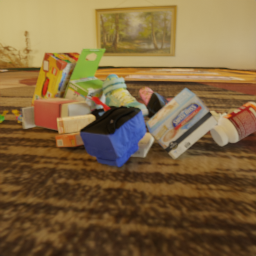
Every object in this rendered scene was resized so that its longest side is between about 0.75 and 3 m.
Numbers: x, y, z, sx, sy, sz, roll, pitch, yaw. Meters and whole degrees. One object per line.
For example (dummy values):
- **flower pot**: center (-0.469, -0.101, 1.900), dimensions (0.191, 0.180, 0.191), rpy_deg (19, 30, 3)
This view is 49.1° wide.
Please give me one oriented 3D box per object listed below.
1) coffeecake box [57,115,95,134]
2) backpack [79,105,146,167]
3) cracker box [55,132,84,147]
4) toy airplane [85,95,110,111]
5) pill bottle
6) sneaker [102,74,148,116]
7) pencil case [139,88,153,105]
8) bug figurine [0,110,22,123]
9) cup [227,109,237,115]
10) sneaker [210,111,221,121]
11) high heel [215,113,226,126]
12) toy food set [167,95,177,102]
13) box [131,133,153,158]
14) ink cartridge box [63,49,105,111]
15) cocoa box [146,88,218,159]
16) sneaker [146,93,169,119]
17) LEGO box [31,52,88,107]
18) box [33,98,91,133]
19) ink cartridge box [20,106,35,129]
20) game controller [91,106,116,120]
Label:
- **coffeecake box**: center (-1.663, -0.134, 8.934), dimensions (1.144, 0.418, 0.878), rpy_deg (-7, 9, -14)
- **backpack**: center (-0.302, 0.170, 7.487), dimensions (1.272, 1.314, 1.566), rpy_deg (10, 38, 36)
- **cracker box**: center (-1.465, 0.314, 8.718), dimensions (0.867, 0.373, 1.294), rpy_deg (-5, 4, 37)
- **toy airplane**: center (-1.018, -0.881, 10.212), dimensions (1.279, 0.235, 1.279), rpy_deg (38, 7, -5)
- **pill bottle**: center (3.428, -0.089, 8.819), dimensions (1.549, 0.875, 0.875), rpy_deg (-29, 20, -6)
- **sneaker**: center (-0.286, -1.300, 11.524), dimensions (1.157, 1.899, 2.909), rpy_deg (-15, 12, -29)
- **pencil case**: center (1.108, -1.469, 14.421), dimensions (0.805, 0.771, 1.861), rpy_deg (-25, 29, -1)
- **bug figurine**: center (-4.985, -0.406, 11.553), dimensions (2.070, 0.533, 1.605), rpy_deg (-6, 10, -5)
- **cup**: center (4.034, -0.293, 10.246), dimensions (1.120, 0.801, 1.120), rpy_deg (3, 3, 0)
- **sneaker**: center (3.221, -0.530, 11.005), dimensions (0.918, 0.368, 0.323), rpy_deg (21, 25, 25)
- **high heel**: center (3.428, -0.434, 11.619), dimensions (1.009, 0.506, 1.416), rpy_deg (19, 32, 36)
- **toy food set**: center (2.429, -1.180, 14.693), dimensions (1.490, 0.369, 2.344), rpy_deg (14, 29, 34)
- **box**: center (0.109, 0.478, 8.810), dimensions (1.155, 0.291, 1.600), rpy_deg (4, 15, 14)
- **ink cartridge box**: center (-1.612, -1.947, 12.338), dimensions (1.082, 2.857, 2.111), rpy_deg (32, 24, 13)
- **cocoa box**: center (1.485, -0.156, 8.018), dimensions (1.633, 1.071, 1.089), rpy_deg (-42, 16, 10)
- **sneaker**: center (1.594, -0.549, 11.170), dimensions (1.075, 1.033, 2.742), rpy_deg (10, 27, -32)
- **LEGO box**: center (-2.976, -1.919, 12.522), dimensions (1.055, 2.735, 2.037), rpy_deg (35, 29, 18)
- **box**: center (-2.570, -0.542, 10.935), dimensions (1.941, 1.057, 1.241), rpy_deg (9, 15, 33)
- **ink cartridge box**: center (-3.840, -0.432, 11.103), dimensions (0.176, 0.797, 0.812), rpy_deg (4, 14, 33)
- **game controller**: center (-0.617, -0.352, 10.268), dimensions (1.091, 0.440, 2.091), rpy_deg (-24, 30, -14)
